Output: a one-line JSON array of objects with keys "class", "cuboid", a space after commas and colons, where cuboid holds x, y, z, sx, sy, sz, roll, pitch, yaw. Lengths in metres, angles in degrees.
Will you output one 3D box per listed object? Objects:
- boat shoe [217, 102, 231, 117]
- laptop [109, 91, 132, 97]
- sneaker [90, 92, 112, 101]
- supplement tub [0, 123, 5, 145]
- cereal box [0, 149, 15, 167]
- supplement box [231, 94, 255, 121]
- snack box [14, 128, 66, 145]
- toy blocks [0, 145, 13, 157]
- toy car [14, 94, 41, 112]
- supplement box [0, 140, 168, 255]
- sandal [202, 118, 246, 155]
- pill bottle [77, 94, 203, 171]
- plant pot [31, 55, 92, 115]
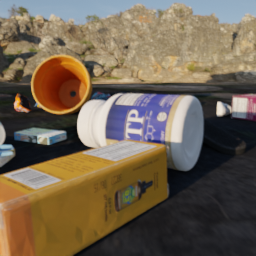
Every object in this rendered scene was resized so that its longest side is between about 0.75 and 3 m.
[{"class": "boat shoe", "cuboid": [4.391, -0.820, 12.786, 0.633, 0.665, 1.847, 3, 2, 17]}, {"class": "laptop", "cuboid": [0.791, -1.737, 14.868, 2.647, 1.367, 2.346, 35, 22, 15]}, {"class": "sneaker", "cuboid": [-0.990, -1.418, 14.820, 1.090, 0.905, 2.282, 12, 17, 39]}, {"class": "supplement tub", "cuboid": [-3.830, 0.105, 7.371, 0.912, 0.912, 1.263, -9, 15, -38]}, {"class": "cereal box", "cuboid": [-3.086, 0.696, 6.212, 0.758, 0.208, 1.054, 0, 12, -1]}, {"class": "supplement box", "cuboid": [5.484, -0.821, 11.554, 1.293, 1.019, 1.975, -11, 16, -42]}, {"class": "snack box", "cuboid": [-2.619, 0.237, 8.347, 1.334, 0.248, 0.775, 6, 13, 26]}, {"class": "toy blocks", "cuboid": [-2.923, 0.632, 5.443, 1.209, 0.439, 1.008, -5, 31, -11]}, {"class": "toy car", "cuboid": [-4.994, -1.047, 14.496, 0.727, 1.072, 2.186, -41, -21, 17]}, {"class": "supplement box", "cuboid": [-0.532, 0.857, 3.741, 0.940, 0.909, 2.732, 8, 13, 42]}, {"class": "sandal", "cuboid": [2.042, 0.190, 8.067, 1.080, 0.648, 2.875, -12, 30, -26]}, {"class": "pill bottle", "cuboid": [0.221, 0.014, 6.285, 2.579, 1.544, 1.544, 5, 13, 31]}, {"class": "plant pot", "cuboid": [-2.925, -1.861, 13.601, 2.656, 2.656, 2.431, 1, -4, 4]}]
